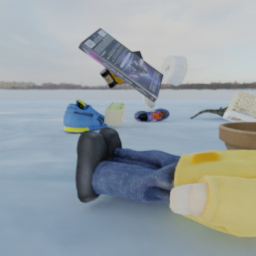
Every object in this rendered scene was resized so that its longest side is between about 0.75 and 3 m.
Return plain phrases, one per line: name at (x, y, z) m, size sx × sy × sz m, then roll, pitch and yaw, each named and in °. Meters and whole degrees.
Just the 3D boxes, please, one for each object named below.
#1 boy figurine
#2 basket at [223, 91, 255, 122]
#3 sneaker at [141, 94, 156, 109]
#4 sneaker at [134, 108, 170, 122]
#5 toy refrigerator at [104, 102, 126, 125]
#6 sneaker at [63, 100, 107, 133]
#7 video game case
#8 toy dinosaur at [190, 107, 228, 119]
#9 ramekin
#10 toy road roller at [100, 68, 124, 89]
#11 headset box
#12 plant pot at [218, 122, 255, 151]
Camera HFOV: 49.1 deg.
boy figurine at (0.778, 0.425, 2.449) m, size 2.522 × 0.813 × 1.568 m, roll 0°, pitch 4°, yaw 23°
basket at (3.662, -0.584, 8.882) m, size 0.920 × 0.837 × 1.357 m, roll 21°, pitch 1°, yaw 11°
sneaker at (0.876, -1.432, 11.499) m, size 0.681 × 0.907 × 1.820 m, roll -11°, pitch -27°, yaw 11°
sneaker at (0.914, -0.430, 10.927) m, size 1.422 × 0.536 × 0.558 m, roll -8°, pitch 13°, yaw 8°
toy refrigerator at (-0.409, -0.518, 9.248) m, size 0.549 × 0.506 × 1.446 m, roll 7°, pitch 14°, yaw 2°
sneaker at (-1.206, -0.405, 8.649) m, size 0.768 × 0.914 × 2.331 m, roll 5°, pitch 6°, yaw 18°
video game case at (-0.060, -1.385, 5.977) m, size 1.825 × 0.173 × 1.304 m, roll 35°, pitch 32°, yaw -9°
toy dinosaur at (4.265, -0.695, 12.029) m, size 2.970 × 0.705 × 1.309 m, roll 0°, pitch 17°, yaw 26°
ramekin at (1.735, -2.250, 10.798) m, size 0.568 × 1.165 × 1.165 m, roll 8°, pitch 4°, yaw -20°
toy road roller at (-0.374, -1.805, 8.900) m, size 1.009 × 0.620 × 0.737 m, roll -22°, pitch 34°, yaw 22°
headset box at (-0.017, -2.641, 12.117) m, size 1.145 × 0.578 × 1.541 m, roll -9°, pitch -34°, yaw -13°
plant pot at (1.941, 0.323, 3.617) m, size 1.502 × 0.693 × 1.502 m, roll -1°, pitch 7°, yaw 0°
